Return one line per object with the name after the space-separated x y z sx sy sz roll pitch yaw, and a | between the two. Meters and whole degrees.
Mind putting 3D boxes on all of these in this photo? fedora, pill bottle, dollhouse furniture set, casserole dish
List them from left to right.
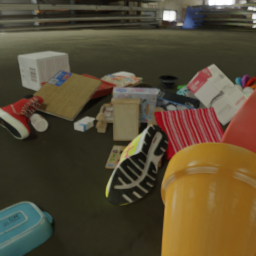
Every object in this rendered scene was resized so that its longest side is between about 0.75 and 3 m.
-2.446 2.060 5.451 2.008 0.389 1.216 -20 31 -39 | casserole dish
-3.298 -0.214 10.290 0.468 0.468 0.818 -15 29 -29 | pill bottle
0.142 -0.785 10.421 2.461 1.409 2.885 2 25 3 | dollhouse furniture set
2.133 -2.425 15.012 1.214 0.554 1.214 0 23 0 | fedora

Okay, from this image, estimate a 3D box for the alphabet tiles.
0.208 0.897 8.368 1.546 0.058 1.293 3 25 7 | alphabet tiles

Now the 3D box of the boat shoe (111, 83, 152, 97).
0.180 -1.813 13.439 2.092 0.753 0.711 -13 26 -32 | boat shoe

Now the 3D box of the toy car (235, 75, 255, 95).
5.783 -2.051 13.643 1.192 1.022 1.362 -22 33 -38 | toy car

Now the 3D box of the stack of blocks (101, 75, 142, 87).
-0.391 -2.296 14.687 2.010 0.589 1.157 10 27 22 | stack of blocks

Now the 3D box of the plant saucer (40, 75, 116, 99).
-2.484 -1.947 13.988 2.796 0.514 2.801 -21 33 -38 | plant saucer

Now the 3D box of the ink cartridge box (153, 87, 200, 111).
1.372 -0.886 10.552 2.378 0.466 1.183 18 49 22 | ink cartridge box

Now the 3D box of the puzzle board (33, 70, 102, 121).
-2.705 -1.481 12.134 2.187 0.252 2.902 17 44 12 | puzzle board

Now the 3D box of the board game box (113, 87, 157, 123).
0.213 -0.762 9.688 1.463 1.466 0.302 2 51 -1 | board game box

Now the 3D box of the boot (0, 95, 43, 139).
-3.649 -0.549 10.079 1.742 0.874 2.415 -35 36 -25 | boot

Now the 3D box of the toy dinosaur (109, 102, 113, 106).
-0.273 -1.076 11.404 1.279 0.653 0.868 19 41 28 | toy dinosaur

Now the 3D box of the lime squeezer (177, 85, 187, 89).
4.168 -2.327 15.086 2.958 0.558 1.045 -14 -2 -26 | lime squeezer

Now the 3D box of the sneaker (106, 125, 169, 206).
0.152 1.026 7.209 1.136 0.983 2.516 -35 11 48 | sneaker

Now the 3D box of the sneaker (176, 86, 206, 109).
2.197 -1.223 11.771 2.472 1.067 0.960 -11 26 -24 | sneaker

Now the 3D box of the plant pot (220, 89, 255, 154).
3.729 0.668 5.958 2.878 2.878 2.546 -20 42 -37 | plant pot

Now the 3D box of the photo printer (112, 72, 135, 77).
-0.419 -2.823 15.997 1.098 0.458 1.320 22 32 39 | photo printer

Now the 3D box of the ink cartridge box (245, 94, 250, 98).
6.632 -0.925 11.618 2.952 0.739 2.375 -14 28 -24 | ink cartridge box

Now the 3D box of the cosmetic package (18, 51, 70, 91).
-4.451 -3.081 15.049 1.698 1.708 2.042 18 30 37 | cosmetic package

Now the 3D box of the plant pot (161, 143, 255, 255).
1.419 1.643 4.682 2.086 2.086 1.910 10 42 20 | plant pot

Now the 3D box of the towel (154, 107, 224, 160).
1.968 0.112 8.661 2.234 0.251 1.616 -5 66 -20 | towel

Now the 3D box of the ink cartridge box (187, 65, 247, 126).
3.572 -1.331 11.006 2.125 0.901 1.548 48 42 11 | ink cartridge box

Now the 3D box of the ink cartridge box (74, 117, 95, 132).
-1.595 -0.142 10.398 0.435 0.250 0.750 14 28 27 | ink cartridge box
